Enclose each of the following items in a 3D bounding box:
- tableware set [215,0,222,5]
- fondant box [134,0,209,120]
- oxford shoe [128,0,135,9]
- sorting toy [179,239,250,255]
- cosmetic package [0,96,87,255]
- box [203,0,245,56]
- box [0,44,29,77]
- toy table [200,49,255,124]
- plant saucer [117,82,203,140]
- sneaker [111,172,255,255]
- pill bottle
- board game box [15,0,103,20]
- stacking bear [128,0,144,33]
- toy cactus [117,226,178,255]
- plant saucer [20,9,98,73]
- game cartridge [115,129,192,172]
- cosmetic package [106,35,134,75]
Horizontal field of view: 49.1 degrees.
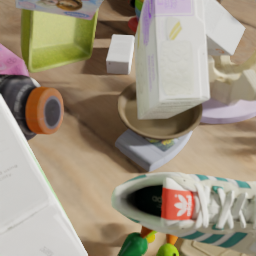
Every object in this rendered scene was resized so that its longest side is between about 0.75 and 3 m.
[{"bbox_3d":[1.083,-2.526,7.028,0.466,2.324,1.536,-23,61,-42],"label":"tableware set"},{"bbox_3d":[0.513,-0.999,4.196,0.630,2.164,1.561,-2,86,-5],"label":"fondant box"},{"bbox_3d":[0.312,-5.745,12.122,0.864,0.814,2.311,-23,53,-12],"label":"oxford shoe"},{"bbox_3d":[2.648,2.437,5.700,2.752,0.368,2.050,25,50,19],"label":"sorting toy"},{"bbox_3d":[-1.653,0.225,2.748,1.182,1.500,2.787,-29,58,-18],"label":"cosmetic package"},{"bbox_3d":[1.622,-2.165,5.954,0.863,1.388,0.677,29,94,59],"label":"box"},{"bbox_3d":[-4.404,-1.627,8.612,1.732,0.952,1.969,36,60,26],"label":"box"},{"bbox_3d":[2.836,-1.424,7.831,2.991,1.751,2.749,-21,56,-11],"label":"toy table"},{"bbox_3d":[0.849,-0.524,7.647,2.297,0.338,2.297,0,50,0],"label":"plant saucer"},{"bbox_3d":[0.808,0.857,2.803,2.154,1.007,0.758,1,79,31],"label":"sneaker"},{"bbox_3d":[-2.711,-0.441,5.846,2.618,1.390,1.390,5,50,15],"label":"pill bottle"},{"bbox_3d":[-0.999,-1.977,4.055,1.219,1.216,0.251,2,90,-19],"label":"board game box"},{"bbox_3d":[0.934,-4.822,10.153,1.598,2.631,1.496,-19,53,-15],"label":"stacking bear"},{"bbox_3d":[0.068,2.714,5.090,2.190,1.357,2.654,-4,51,21],"label":"toy cactus"},{"bbox_3d":[-1.380,-2.410,5.634,0.534,2.232,2.229,21,27,17],"label":"plant saucer"},{"bbox_3d":[0.835,0.182,7.513,1.372,0.421,2.062,36,59,21],"label":"game cartridge"},{"bbox_3d":[-0.250,-2.548,9.637,0.772,0.542,1.521,5,51,4],"label":"cosmetic package"}]
